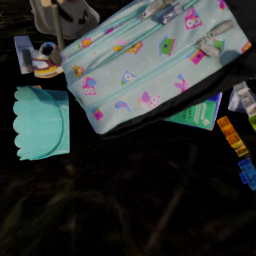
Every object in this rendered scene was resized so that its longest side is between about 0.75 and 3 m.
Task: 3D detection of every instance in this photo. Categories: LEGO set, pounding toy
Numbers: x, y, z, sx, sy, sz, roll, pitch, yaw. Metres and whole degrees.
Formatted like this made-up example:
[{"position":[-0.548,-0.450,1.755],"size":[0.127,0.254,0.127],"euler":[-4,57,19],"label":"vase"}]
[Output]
[{"position":[2.907,0.464,6.482],"size":[1.083,1.165,2.840],"euler":[-29,57,19],"label":"LEGO set"},{"position":[-1.461,-3.084,7.041],"size":[1.544,2.700,1.549],"euler":[-20,18,-30],"label":"pounding toy"}]

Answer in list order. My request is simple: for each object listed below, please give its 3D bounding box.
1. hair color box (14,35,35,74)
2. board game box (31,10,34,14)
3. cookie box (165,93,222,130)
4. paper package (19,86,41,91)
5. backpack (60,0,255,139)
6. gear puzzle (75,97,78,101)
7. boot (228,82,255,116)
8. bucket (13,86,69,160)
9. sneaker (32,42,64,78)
[{"position":[-4.619,-3.337,12.565],"size":[0.665,1.086,2.193],"euler":[-12,34,-18],"label":"hair color box"},{"position":[-2.457,-3.658,8.111],"size":[0.135,0.777,0.491],"euler":[41,27,-20],"label":"board game box"},{"position":[1.609,-1.142,9.105],"size":[2.706,1.017,2.314],"euler":[12,34,19],"label":"cookie box"},{"position":[-3.380,-1.119,9.668],"size":[0.740,0.402,0.777],"euler":[-8,33,-12],"label":"paper package"},{"position":[0.475,-1.092,4.453],"size":[2.938,1.860,2.452],"euler":[-27,4,13],"label":"backpack"},{"position":[-0.255,-0.675,5.535],"size":[1.504,0.779,0.197],"euler":[14,-1,-23],"label":"gear puzzle"},{"position":[3.933,-1.024,9.396],"size":[0.865,0.697,1.915],"euler":[21,42,13],"label":"boot"},{"position":[-2.062,-0.124,6.882],"size":[1.183,1.818,1.818],"euler":[-3,32,-13],"label":"bucket"},{"position":[-3.047,-3.162,12.124],"size":[1.044,1.256,2.787],"euler":[11,34,17],"label":"sneaker"}]
